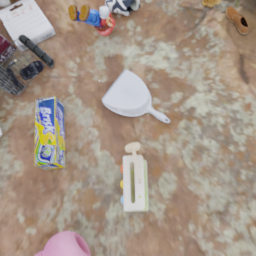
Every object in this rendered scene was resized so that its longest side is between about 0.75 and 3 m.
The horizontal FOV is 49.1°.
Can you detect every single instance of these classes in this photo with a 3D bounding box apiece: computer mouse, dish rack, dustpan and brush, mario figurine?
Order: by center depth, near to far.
[{"bbox_3d":[-3.332,-1.910,9.061,1.151,0.265,0.808,-35,93,-1],"label":"computer mouse"},{"bbox_3d":[0.423,-0.794,9.068,2.142,0.613,1.495,30,71,17],"label":"dustpan and brush"},{"bbox_3d":[-3.590,-2.055,9.317,1.448,0.515,1.888,41,80,-5],"label":"dish rack"},{"bbox_3d":[-1.118,-3.828,9.415,1.198,1.941,1.029,48,115,14],"label":"mario figurine"}]

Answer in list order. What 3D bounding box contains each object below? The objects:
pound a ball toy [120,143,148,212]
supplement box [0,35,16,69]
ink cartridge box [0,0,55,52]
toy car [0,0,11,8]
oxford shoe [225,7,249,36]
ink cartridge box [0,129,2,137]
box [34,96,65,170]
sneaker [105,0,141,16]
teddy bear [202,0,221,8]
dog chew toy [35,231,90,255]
[{"bbox_3d":[0.090,1.417,7.911,0.762,1.169,1.793,-6,71,11],"label":"pound a ball toy"},{"bbox_3d":[-5.216,-3.016,9.513,2.509,0.764,1.365,39,91,13],"label":"supplement box"},{"bbox_3d":[-3.690,-3.774,10.130,1.423,0.443,1.768,-32,71,-10],"label":"ink cartridge box"},{"bbox_3d":[-4.444,-5.218,9.983,1.127,1.503,1.315,36,73,-11],"label":"toy car"},{"bbox_3d":[4.007,-3.989,10.174,0.453,0.453,1.271,-26,71,-7],"label":"oxford shoe"},{"bbox_3d":[-4.832,-0.435,8.361,1.508,0.875,2.044,-5,63,-45],"label":"ink cartridge box"},{"bbox_3d":[-2.370,0.155,8.529,0.677,0.738,2.105,-9,70,8],"label":"box"},{"bbox_3d":[0.080,-4.904,10.339,1.187,0.728,1.825,29,74,8],"label":"sneaker"},{"bbox_3d":[3.237,-5.275,10.593,1.075,0.495,1.482,32,74,13],"label":"teddy bear"},{"bbox_3d":[-1.961,3.617,7.179,2.005,1.249,1.249,-39,75,-3],"label":"dog chew toy"}]
